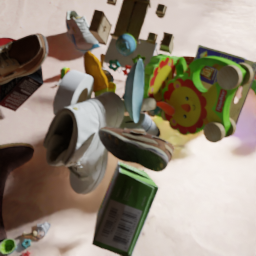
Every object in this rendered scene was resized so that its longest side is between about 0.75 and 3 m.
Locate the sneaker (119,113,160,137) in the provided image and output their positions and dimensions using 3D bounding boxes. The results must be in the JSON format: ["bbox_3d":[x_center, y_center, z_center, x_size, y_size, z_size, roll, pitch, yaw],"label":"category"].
[{"bbox_3d":[-0.037,0.098,8.248,2.392,0.847,0.874,4,56,56],"label":"sneaker"}]

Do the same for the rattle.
[{"bbox_3d":[0.056,-1.113,7.835,2.466,1.606,1.762,-8,79,-15],"label":"rattle"}]

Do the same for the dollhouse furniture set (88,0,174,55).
[{"bbox_3d":[0.258,-3.214,8.882,2.571,1.138,1.332,16,90,12],"label":"dollhouse furniture set"}]

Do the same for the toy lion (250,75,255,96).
[{"bbox_3d":[5.774,-1.471,9.774,2.918,1.002,2.797,-18,60,-18],"label":"toy lion"}]

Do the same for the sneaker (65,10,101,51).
[{"bbox_3d":[-2.236,-4.550,13.180,1.091,1.152,2.851,-24,50,-24],"label":"sneaker"}]

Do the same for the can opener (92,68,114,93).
[{"bbox_3d":[-1.175,-1.027,8.044,1.805,0.481,0.604,-36,57,21],"label":"can opener"}]

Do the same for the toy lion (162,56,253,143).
[{"bbox_3d":[1.959,-0.829,7.874,0.841,2.451,2.349,-18,37,-39],"label":"toy lion"}]

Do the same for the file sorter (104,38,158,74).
[{"bbox_3d":[0.145,-2.699,10.904,1.797,1.119,1.247,18,82,13],"label":"file sorter"}]

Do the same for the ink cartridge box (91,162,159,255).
[{"bbox_3d":[-0.107,1.396,5.527,0.709,2.390,1.241,22,88,-2],"label":"ink cartridge box"}]

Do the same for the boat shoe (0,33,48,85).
[{"bbox_3d":[-3.453,-1.915,8.117,2.665,1.009,0.957,-23,0,26],"label":"boat shoe"}]

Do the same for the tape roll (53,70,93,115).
[{"bbox_3d":[-1.316,-0.740,6.822,0.443,1.267,1.267,23,48,8],"label":"tape roll"}]

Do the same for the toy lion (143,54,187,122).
[{"bbox_3d":[1.198,-1.492,9.072,0.805,2.247,2.345,21,60,31],"label":"toy lion"}]

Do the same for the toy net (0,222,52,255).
[{"bbox_3d":[-2.309,2.631,6.525,1.206,0.233,0.633,-31,52,-28],"label":"toy net"}]

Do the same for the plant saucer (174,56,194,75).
[{"bbox_3d":[2.488,-2.336,11.527,1.946,0.314,1.946,0,45,0],"label":"plant saucer"}]

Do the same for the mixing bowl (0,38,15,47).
[{"bbox_3d":[-4.887,-2.728,11.209,2.468,1.337,2.468,0,45,0],"label":"mixing bowl"}]

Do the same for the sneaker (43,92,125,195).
[{"bbox_3d":[-1.254,0.621,6.386,1.101,2.990,1.728,35,34,24],"label":"sneaker"}]

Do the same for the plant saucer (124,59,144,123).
[{"bbox_3d":[0.119,-0.846,6.478,0.283,1.471,1.471,4,45,10],"label":"plant saucer"}]

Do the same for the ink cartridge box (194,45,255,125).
[{"bbox_3d":[2.875,-1.322,8.912,0.466,2.126,2.146,-10,33,-42],"label":"ink cartridge box"}]

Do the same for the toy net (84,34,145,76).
[{"bbox_3d":[-0.457,-1.760,8.142,1.979,1.038,0.382,-34,15,28],"label":"toy net"}]

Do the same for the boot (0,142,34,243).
[{"bbox_3d":[-3.431,1.776,7.116,2.831,1.024,2.355,-24,61,-24],"label":"boot"}]

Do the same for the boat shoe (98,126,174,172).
[{"bbox_3d":[0.135,0.317,5.357,1.630,0.617,0.585,22,45,30],"label":"boat shoe"}]

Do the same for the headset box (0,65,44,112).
[{"bbox_3d":[-3.760,-1.545,9.603,1.812,0.700,1.348,-38,49,24],"label":"headset box"}]

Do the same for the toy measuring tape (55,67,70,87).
[{"bbox_3d":[-2.639,-2.129,11.256,0.418,0.418,1.136,14,46,14],"label":"toy measuring tape"}]

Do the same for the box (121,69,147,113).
[{"bbox_3d":[0.442,-1.234,9.252,1.194,0.949,0.275,-62,27,-9],"label":"box"}]
